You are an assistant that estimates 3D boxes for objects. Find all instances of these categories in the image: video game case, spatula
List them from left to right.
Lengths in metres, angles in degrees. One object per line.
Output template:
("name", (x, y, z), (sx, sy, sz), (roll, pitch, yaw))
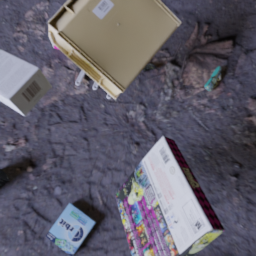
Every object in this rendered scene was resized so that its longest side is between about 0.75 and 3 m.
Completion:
("spatula", (-0.991, -2.753, 11.989), (2.002, 0.231, 2.879), (22, 75, 1))
("video game case", (0.799, 2.109, 7.305), (0.521, 2.635, 2.907), (19, 30, -31))

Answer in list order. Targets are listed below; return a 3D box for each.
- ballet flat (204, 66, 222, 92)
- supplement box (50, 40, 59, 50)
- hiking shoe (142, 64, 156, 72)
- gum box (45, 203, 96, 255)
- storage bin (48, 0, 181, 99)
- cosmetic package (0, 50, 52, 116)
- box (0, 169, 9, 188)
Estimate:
("ballet flat", (3.613, -2.010, 11.678), (0.450, 0.450, 1.211), (35, 78, 10))
("supplement box", (-2.631, -4.202, 12.077), (0.823, 0.840, 1.626), (19, 73, 5))
("hiking shoe", (0.803, -2.521, 11.876), (0.783, 0.296, 0.394), (13, 82, 13))
("gum box", (-2.019, 3.596, 9.941), (1.174, 0.308, 1.381), (33, 76, 10))
("storage bin", (-0.446, -3.007, 8.723), (2.933, 1.384, 2.954), (41, 82, -12))
("cosmetic package", (-3.304, -1.331, 7.616), (2.233, 0.796, 1.133), (28, 70, 28))
("box", (-5.091, 2.004, 10.145), (1.175, 0.869, 0.613), (-39, 76, -12))
